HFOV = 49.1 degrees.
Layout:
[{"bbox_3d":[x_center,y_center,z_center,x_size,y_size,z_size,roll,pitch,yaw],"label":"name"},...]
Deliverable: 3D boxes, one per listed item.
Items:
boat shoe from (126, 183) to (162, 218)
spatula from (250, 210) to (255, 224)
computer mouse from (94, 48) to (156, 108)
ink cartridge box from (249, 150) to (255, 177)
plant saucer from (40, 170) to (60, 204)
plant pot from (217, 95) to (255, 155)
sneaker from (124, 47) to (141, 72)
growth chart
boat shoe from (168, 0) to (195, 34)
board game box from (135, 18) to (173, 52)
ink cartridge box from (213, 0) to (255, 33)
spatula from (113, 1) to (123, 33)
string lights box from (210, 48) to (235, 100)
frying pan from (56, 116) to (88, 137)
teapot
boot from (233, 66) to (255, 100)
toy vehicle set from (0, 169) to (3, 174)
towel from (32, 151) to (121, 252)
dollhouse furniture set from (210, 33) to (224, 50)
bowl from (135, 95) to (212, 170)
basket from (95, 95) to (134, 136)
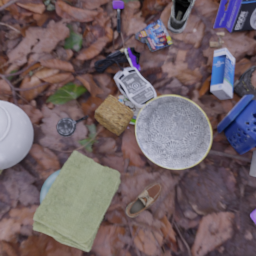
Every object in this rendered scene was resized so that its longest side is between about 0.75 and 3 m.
[{"bbox_3d":[0.611,2.624,10.111,0.621,0.589,1.641,44,80,10],"label":"boat shoe"},{"bbox_3d":[5.416,2.828,10.255,2.159,0.222,0.610,-33,80,-8],"label":"spatula"},{"bbox_3d":[0.008,-1.834,11.148,1.616,0.646,2.947,-29,69,-12],"label":"computer mouse"},{"bbox_3d":[5.356,1.395,10.208,1.352,0.978,0.995,14,76,3],"label":"ink cartridge box"},{"bbox_3d":[-2.219,2.503,10.226,2.119,0.408,2.119,0,75,0],"label":"plant saucer"},{"bbox_3d":[4.335,-0.184,10.294,1.436,1.597,1.597,42,74,14],"label":"plant pot"},{"bbox_3d":[0.307,-2.764,11.250,0.525,1.056,0.367,-15,30,30],"label":"sneaker"},{"bbox_3d":[0.224,-0.971,11.229,1.333,0.163,1.842,7,76,3],"label":"growth chart"},{"bbox_3d":[2.391,-5.468,11.936,1.010,0.909,2.856,12,76,3],"label":"boat shoe"},{"bbox_3d":[1.021,-3.800,11.783,1.277,0.394,1.278,-21,78,-6],"label":"board game box"},{"bbox_3d":[4.775,-4.878,11.095,2.284,2.263,0.496,-9,58,-3],"label":"ink cartridge box"},{"bbox_3d":[-0.416,-4.853,12.168,0.473,0.172,1.672,-2,77,-2],"label":"spatula"},{"bbox_3d":[3.741,-2.103,11.015,0.523,0.912,1.775,-5,68,43],"label":"string lights box"},{"bbox_3d":[-2.188,-0.061,10.997,1.296,0.211,0.784,-6,79,0],"label":"frying pan"},{"bbox_3d":[-4.806,0.037,9.868,2.770,2.023,2.734,27,69,9],"label":"teapot"},{"bbox_3d":[4.933,-1.614,11.209,1.260,0.501,1.447,45,96,10],"label":"boot"},{"bbox_3d":[-5.628,1.311,10.618,1.796,0.238,1.116,20,77,5],"label":"toy vehicle set"},{"bbox_3d":[-1.710,2.466,9.716,2.213,0.544,2.983,28,66,-7],"label":"towel"},{"bbox_3d":[3.658,-3.529,11.509,0.363,0.819,0.425,-1,76,0],"label":"dollhouse furniture set"},{"bbox_3d":[1.720,0.027,10.173,2.709,1.271,2.709,7,109,21],"label":"bowl"},{"bbox_3d":[-0.529,-0.445,10.733,1.256,0.896,0.935,35,67,8],"label":"basket"}]
